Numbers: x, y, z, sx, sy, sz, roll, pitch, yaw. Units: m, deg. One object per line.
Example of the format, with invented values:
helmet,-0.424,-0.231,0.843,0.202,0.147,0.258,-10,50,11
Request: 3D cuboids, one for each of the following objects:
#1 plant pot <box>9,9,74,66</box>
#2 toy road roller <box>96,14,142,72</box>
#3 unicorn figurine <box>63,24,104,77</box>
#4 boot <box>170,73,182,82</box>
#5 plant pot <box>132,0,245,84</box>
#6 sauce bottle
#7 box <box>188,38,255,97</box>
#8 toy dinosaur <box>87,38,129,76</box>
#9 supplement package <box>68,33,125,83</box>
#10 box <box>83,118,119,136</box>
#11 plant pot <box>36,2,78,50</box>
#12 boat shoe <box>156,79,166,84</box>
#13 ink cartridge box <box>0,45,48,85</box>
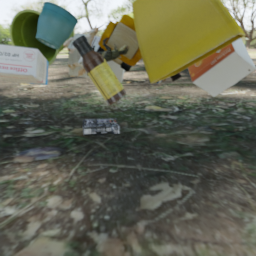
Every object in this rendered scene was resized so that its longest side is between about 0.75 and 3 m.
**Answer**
plant pot,-3.399,-3.969,11.974,2.251,2.251,2.137,6,29,19
toy road roller,-0.068,-3.355,10.297,1.532,1.820,2.493,29,-6,-11
unicorn figurine,-1.677,-2.992,10.536,1.363,1.984,0.733,-29,60,-27
boot,1.944,-3.043,13.433,0.527,1.540,1.450,-29,-14,25
plant pot,1.370,-2.582,6.973,2.201,1.941,2.201,-26,3,29
sauce bottle,-0.728,-1.426,6.953,0.585,1.808,0.585,-32,8,5
box,2.793,-2.583,9.211,1.231,1.571,2.526,22,46,-35
toy dinosaur,-0.674,-2.129,7.988,1.490,0.656,0.354,-32,12,-7
supplement package,-1.340,-3.181,12.765,2.474,1.446,1.451,10,43,0
box,-0.983,-0.050,9.981,1.255,0.312,0.990,-3,18,-9
plant pot,-1.908,-2.559,7.203,0.947,0.890,0.947,25,-2,1
boat shoe,1.285,-2.581,12.287,0.498,1.375,0.497,-11,-15,-22
ink cartridge box,-3.698,-2.086,9.357,1.634,0.963,2.838,4,3,-8
